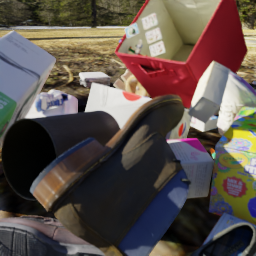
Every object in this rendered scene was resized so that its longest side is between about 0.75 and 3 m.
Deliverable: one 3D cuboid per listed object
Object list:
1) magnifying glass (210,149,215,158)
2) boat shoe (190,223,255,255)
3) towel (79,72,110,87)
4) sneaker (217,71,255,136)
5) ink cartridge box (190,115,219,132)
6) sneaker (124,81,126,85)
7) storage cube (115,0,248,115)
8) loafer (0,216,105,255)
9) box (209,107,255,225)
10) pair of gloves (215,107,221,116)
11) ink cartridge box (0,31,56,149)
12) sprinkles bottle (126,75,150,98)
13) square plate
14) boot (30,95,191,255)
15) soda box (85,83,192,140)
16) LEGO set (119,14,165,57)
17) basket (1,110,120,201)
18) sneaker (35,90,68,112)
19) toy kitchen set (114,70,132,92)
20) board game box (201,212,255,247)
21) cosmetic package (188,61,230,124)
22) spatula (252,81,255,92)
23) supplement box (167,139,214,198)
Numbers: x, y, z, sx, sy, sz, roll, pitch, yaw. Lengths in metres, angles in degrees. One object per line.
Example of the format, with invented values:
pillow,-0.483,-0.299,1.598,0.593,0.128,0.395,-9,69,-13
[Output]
magnifying glass,1.777,0.597,5.708,0.091,0.323,0.811,-28,9,15
boat shoe,0.843,1.495,3.024,1.384,0.392,0.475,-35,44,-8
towel,-1.405,-1.974,11.655,1.141,0.488,0.945,-8,26,-21
sneaker,2.361,-0.321,6.118,1.033,2.074,0.777,-34,33,13
ink cartridge box,2.032,-0.223,7.805,0.563,0.329,0.778,-13,28,-29
sneaker,0.376,-2.464,11.963,0.809,1.083,2.413,6,24,16
storage cube,1.522,-2.062,7.627,2.260,2.643,2.376,21,-14,39
loafer,-0.877,1.493,3.595,1.789,0.643,0.564,12,18,7
box,2.659,0.651,4.560,2.069,1.262,1.993,13,27,30
pair of gloves,3.898,-0.836,8.615,2.763,0.484,2.349,4,21,29
ink cartridge box,-2.657,-0.456,5.443,1.143,1.984,2.719,32,32,-14
sprinkles bottle,1.078,-1.797,10.595,0.977,0.977,2.864,15,28,30
square plate,-2.848,-0.393,7.970,2.782,0.399,2.809,-3,26,-9
boot,0.291,0.577,4.006,1.454,1.120,2.999,45,48,12
soda box,0.179,-0.366,7.004,2.691,0.919,0.854,21,9,35
LEGO set,0.348,-2.204,7.187,1.285,0.960,0.315,-12,8,40
basket,-1.091,0.337,5.287,1.718,1.296,1.905,-39,-12,38
sneaker,-2.108,-0.773,7.827,0.538,0.459,1.221,12,31,13
toy kitchen set,-0.010,-1.757,10.558,1.046,0.616,0.838,-48,7,-6
board game box,1.327,1.720,3.565,0.832,0.157,1.615,16,28,34
cosmetic package,1.386,-0.615,4.768,0.361,0.511,0.987,29,52,1
spatula,3.255,-0.995,7.434,0.870,0.101,1.252,-34,10,10
supplement box,0.580,0.738,4.964,1.570,0.812,0.795,-4,27,-6
